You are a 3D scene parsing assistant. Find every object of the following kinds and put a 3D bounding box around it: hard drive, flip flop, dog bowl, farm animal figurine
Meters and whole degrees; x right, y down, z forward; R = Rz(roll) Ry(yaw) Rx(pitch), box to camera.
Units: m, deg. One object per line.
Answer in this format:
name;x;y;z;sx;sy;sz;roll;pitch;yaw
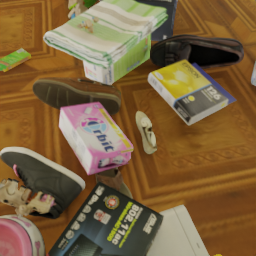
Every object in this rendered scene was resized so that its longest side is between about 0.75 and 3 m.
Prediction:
hard drive;0.226;2.725;5.394;2.676;0.357;1.765;-15;54;-11
flip flop;-0.403;1.150;6.503;0.698;0.495;1.720;-12;51;-12
dog bowl;-2.329;2.328;5.009;1.536;0.566;1.536;-2;67;4
farm animal figurine;-1.906;1.329;5.057;1.034;1.046;0.545;35;61;-23

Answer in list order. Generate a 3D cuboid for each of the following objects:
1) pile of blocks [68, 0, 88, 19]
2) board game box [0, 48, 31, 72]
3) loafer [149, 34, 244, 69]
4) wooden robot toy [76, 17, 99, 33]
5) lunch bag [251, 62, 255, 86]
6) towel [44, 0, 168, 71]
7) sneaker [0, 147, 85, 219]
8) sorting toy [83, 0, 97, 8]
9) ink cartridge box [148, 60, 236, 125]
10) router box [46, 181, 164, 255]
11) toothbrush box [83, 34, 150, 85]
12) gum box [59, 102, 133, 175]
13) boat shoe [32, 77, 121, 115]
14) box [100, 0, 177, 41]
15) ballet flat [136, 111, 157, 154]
pile of blocks;-1.851;-4.388;10.953;0.594;0.784;1.911;16;48;-45
board game box;-3.905;-2.276;9.442;0.548;0.172;1.147;36;58;26
loafer;2.051;-2.290;8.630;2.885;1.037;0.908;1;31;12
wooden robot toy;-1.033;-2.660;7.399;0.754;0.332;0.342;-42;107;-41
lunch bag;4.783;-1.859;8.419;1.717;1.287;2.025;19;60;15
towel;-0.548;-2.851;7.691;2.200;0.453;2.949;29;57;22
sneaker;-2.196;1.226;6.253;2.250;0.795;1.116;21;53;14
sorting toy;-2.169;-6.128;11.909;2.682;1.612;1.101;28;22;12
ink cartridge box;1.803;-1.125;7.724;1.820;0.428;1.798;-27;61;-22
router box;-0.434;2.191;5.181;1.496;0.620;1.996;24;56;17
toothbrush box;-0.330;-2.504;8.707;0.927;1.568;2.153;35;60;27
gum box;-0.800;0.218;6.781;1.074;0.626;1.893;-12;46;-32
boat shoe;-1.401;-0.989;7.973;2.439;0.877;0.829;14;44;-8
box;0.517;-4.682;10.478;2.573;1.536;2.616;8;53;6
ballet flat;0.505;0.076;7.098;0.388;0.358;1.149;-7;76;-35
